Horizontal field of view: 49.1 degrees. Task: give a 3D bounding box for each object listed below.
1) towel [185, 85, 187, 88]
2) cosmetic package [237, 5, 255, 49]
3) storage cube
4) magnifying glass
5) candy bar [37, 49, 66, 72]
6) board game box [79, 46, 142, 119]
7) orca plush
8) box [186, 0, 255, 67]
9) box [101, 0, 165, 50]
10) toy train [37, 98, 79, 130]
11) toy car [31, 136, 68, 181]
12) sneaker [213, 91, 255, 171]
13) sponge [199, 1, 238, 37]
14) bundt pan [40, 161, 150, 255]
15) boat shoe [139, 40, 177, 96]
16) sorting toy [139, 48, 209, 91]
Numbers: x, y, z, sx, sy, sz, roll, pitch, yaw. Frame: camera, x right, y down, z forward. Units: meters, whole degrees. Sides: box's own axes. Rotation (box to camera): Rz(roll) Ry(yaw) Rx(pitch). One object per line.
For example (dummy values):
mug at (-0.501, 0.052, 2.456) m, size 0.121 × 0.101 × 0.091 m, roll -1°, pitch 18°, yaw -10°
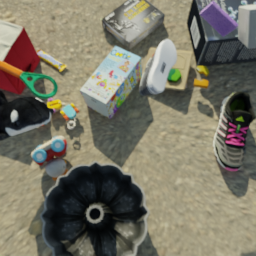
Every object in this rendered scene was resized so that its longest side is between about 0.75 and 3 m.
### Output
towel at (1.581, -1.818, 9.957) m, size 0.943 × 0.152 × 0.901 m, roll -3°, pitch 68°, yaw -2°
cosmetic package at (3.149, -2.528, 6.849) m, size 0.749 × 0.887 × 1.661 m, roll -1°, pitch 26°, yaw 16°
storage cube at (-4.243, -2.410, 9.358) m, size 1.908 × 1.715 × 1.631 m, roll 18°, pitch 69°, yaw 8°
magnifying glass at (-2.740, -1.340, 7.617) m, size 1.721 × 0.193 × 0.685 m, roll 27°, pitch 62°, yaw -7°
candy bar at (-2.839, -2.467, 10.223) m, size 1.326 × 0.147 × 0.331 m, roll 34°, pitch 72°, yaw 12°
board game box at (-0.500, -1.503, 9.310) m, size 1.055 × 1.037 × 2.012 m, roll 29°, pitch 71°, yaw 18°
orca plush at (-2.643, -0.467, 6.503) m, size 1.524 × 2.896 × 1.030 m, roll -27°, pitch 103°, yaw -20°
box at (3.725, -3.535, 9.925) m, size 2.775 × 1.485 × 2.059 m, roll -6°, pitch 68°, yaw -3°
box at (0.192, -4.089, 10.697) m, size 1.924 × 0.465 × 1.523 m, roll -42°, pitch 73°, yaw -15°
toy train at (-2.347, -0.374, 9.260) m, size 1.485 × 0.413 × 1.115 m, roll 10°, pitch 70°, yaw 7°
toy car at (-2.170, 1.001, 8.491) m, size 1.113 × 1.160 × 1.259 m, roll -31°, pitch 100°, yaw -12°
sneaker at (3.315, -0.017, 8.680) m, size 0.978 × 1.160 × 2.651 m, roll 12°, pitch 69°, yaw 5°
sponge at (2.093, -2.506, 6.482) m, size 0.808 × 0.451 × 0.121 m, roll 37°, pitch 65°, yaw -12°
bundt pan at (-0.854, 2.442, 7.745) m, size 2.855 × 1.072 × 2.855 m, roll 0°, pitch 67°, yaw 1°
boat shoe at (0.628, -1.310, 6.123) m, size 0.559 × 0.529 × 1.560 m, roll 40°, pitch 54°, yaw -31°
sorting toy at (1.675, -2.072, 9.740) m, size 2.311 × 0.309 × 1.722 m, roll 10°, pitch 67°, yaw 17°
